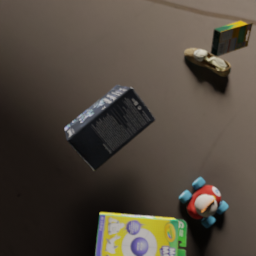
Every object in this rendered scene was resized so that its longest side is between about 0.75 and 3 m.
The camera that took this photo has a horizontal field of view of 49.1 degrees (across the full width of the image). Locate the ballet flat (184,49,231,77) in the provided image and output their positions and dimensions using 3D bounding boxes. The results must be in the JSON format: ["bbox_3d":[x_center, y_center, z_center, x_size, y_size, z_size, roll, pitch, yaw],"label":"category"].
[{"bbox_3d":[3.244,-2.767,11.298,2.036,0.665,0.718,26,79,7],"label":"ballet flat"}]

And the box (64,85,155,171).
[{"bbox_3d":[-0.654,-0.107,8.743,2.379,1.765,1.274,-41,108,-5],"label":"box"}]

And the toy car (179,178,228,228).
[{"bbox_3d":[2.697,2.544,9.529,1.347,1.523,1.403,-41,80,-9],"label":"toy car"}]

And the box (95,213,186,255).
[{"bbox_3d":[0.420,3.356,8.067,2.663,0.644,1.562,6,79,-7],"label":"box"}]

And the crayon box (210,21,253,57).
[{"bbox_3d":[3.253,-2.833,8.845,1.295,0.814,0.334,-20,43,-18],"label":"crayon box"}]
